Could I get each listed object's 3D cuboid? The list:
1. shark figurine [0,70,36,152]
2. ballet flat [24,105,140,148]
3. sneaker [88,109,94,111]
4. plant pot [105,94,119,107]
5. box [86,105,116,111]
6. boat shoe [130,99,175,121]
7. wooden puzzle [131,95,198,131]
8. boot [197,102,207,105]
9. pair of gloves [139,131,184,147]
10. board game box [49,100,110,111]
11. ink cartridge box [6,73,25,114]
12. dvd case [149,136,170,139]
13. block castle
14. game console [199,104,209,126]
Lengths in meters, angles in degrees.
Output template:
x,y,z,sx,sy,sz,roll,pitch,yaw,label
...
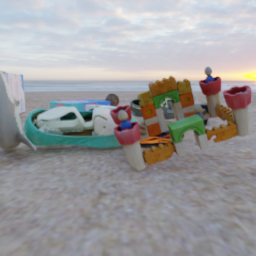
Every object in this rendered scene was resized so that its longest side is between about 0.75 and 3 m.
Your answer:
x,y,z,sx,sy,sz,roll,pitch,yaw,label
-2.856,-0.377,5.714,1.218,2.918,1.744,-24,40,-31,shark figurine
-1.064,-0.063,6.870,2.947,0.992,1.037,-2,-34,-8,ballet flat
-1.148,-0.215,8.290,0.502,0.562,1.371,14,40,3,sneaker
-1.105,-1.536,17.145,0.885,0.885,0.947,3,26,17,plant pot
-1.048,-0.570,11.372,0.919,0.642,1.206,0,7,-37,box
0.984,-0.627,8.715,1.923,0.575,0.687,-1,44,20,boat shoe
1.019,-0.551,10.180,2.353,0.474,2.544,8,34,33,wooden puzzle
2.285,-0.976,13.215,2.039,0.971,2.635,-6,8,-13,boot
0.774,0.239,7.877,1.487,0.206,1.670,5,13,17,pair of gloves
-2.609,-1.176,15.311,2.019,0.597,2.655,9,13,41,board game box
-6.386,-1.624,13.577,2.039,2.049,2.793,-1,9,-8,ink cartridge box
0.724,0.253,8.469,0.661,0.071,0.889,-8,14,-39,dvd case
0.982,-0.324,5.844,2.650,1.243,1.771,-18,20,-1,block castle
2.719,-0.565,11.278,1.410,1.240,0.820,7,-20,37,game console
